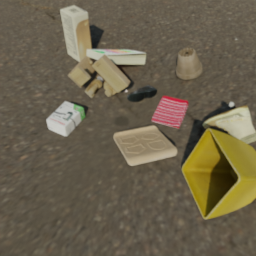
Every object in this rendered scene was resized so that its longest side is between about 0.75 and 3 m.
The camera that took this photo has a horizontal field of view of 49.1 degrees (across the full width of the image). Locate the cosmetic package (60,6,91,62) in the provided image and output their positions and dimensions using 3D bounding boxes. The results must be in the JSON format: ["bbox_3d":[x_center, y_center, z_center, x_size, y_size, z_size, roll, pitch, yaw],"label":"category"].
[{"bbox_3d":[-2.308,-4.220,12.666,0.767,2.158,1.135,-31,53,-27],"label":"cosmetic package"}]

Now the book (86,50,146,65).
[{"bbox_3d":[-0.507,-3.130,12.231,2.187,0.526,1.461,-14,31,-41],"label":"book"}]

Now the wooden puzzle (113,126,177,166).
[{"bbox_3d":[0.500,0.595,8.990,1.598,0.399,1.725,-11,31,-14],"label":"wooden puzzle"}]

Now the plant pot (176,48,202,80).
[{"bbox_3d":[2.495,-2.733,11.649,1.125,0.976,1.125,-10,46,10],"label":"plant pot"}]

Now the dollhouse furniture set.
[{"bbox_3d":[-0.917,-2.238,10.940,1.722,1.811,1.476,45,45,-18],"label":"dollhouse furniture set"}]

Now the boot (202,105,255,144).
[{"bbox_3d":[3.401,0.101,9.386,0.598,1.660,1.284,-15,83,-48],"label":"boot"}]

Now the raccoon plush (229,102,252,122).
[{"bbox_3d":[3.889,-0.416,9.788,0.685,1.022,0.494,37,94,42],"label":"raccoon plush"}]

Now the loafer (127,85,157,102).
[{"bbox_3d":[0.480,-1.363,11.031,1.341,0.488,0.485,-15,49,-30],"label":"loafer"}]

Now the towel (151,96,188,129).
[{"bbox_3d":[1.597,-0.635,10.543,1.078,0.168,1.491,15,48,15],"label":"towel"}]

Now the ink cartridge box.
[{"bbox_3d":[-2.219,-0.334,10.016,0.836,0.482,1.146,20,49,18],"label":"ink cartridge box"}]

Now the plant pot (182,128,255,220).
[{"bbox_3d":[2.759,1.266,7.648,1.543,1.750,1.750,6,40,-22],"label":"plant pot"}]
